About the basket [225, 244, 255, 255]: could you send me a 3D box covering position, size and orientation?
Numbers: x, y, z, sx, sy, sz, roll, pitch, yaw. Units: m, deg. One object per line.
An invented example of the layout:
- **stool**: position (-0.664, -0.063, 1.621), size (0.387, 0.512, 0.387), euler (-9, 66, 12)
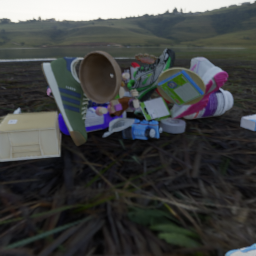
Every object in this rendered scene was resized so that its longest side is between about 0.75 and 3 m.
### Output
- **basket**: position (1.774, 2.009, 2.796), size (1.179, 1.494, 1.694), euler (-8, 9, -8)

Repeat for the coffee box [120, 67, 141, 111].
- **coffee box**: position (-0.054, -1.779, 13.109), size (1.121, 1.960, 0.781), euler (-1, 5, 34)

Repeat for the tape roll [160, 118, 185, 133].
- **tape roll**: position (1.750, -0.097, 11.054), size (0.982, 0.324, 0.982), euler (3, 20, -1)

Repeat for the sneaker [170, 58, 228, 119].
- **sneaker**: position (2.377, -1.443, 10.441), size (1.211, 2.978, 1.314), euler (-12, 63, -31)

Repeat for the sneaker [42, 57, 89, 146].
- **sneaker**: position (-1.606, -0.919, 8.816), size (1.252, 2.789, 0.935), euler (-23, 5, -5)

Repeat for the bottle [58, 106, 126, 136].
- **bottle**: position (-1.315, -0.357, 10.989), size (2.674, 0.873, 1.117), euler (-12, 20, -36)

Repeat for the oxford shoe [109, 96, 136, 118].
- **oxford shoe**: position (-0.220, -0.738, 10.260), size (0.611, 0.610, 1.712), euler (13, -17, -23)

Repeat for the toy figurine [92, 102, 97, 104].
- **toy figurine**: position (-1.214, -1.347, 13.732), size (1.325, 0.922, 1.305), euler (6, 16, 43)

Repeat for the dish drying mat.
- **dish drying mat**: position (1.007, -1.893, 11.806), size (2.247, 0.204, 0.863), euler (48, 15, 3)

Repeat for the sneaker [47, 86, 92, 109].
- **sneaker**: position (-2.125, -1.024, 10.125), size (1.733, 0.608, 0.711), euler (23, 32, -17)

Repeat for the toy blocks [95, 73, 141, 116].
- **toy blocks**: position (-0.555, -1.126, 9.416), size (1.418, 1.325, 1.193), euler (-14, 5, -22)

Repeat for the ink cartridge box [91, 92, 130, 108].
- **ink cartridge box**: position (-0.804, -1.016, 11.948), size (1.515, 0.356, 1.497), euler (-17, -6, -19)

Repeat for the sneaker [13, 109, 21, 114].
- **sneaker**: position (-5.228, -0.723, 13.200), size (0.306, 0.284, 0.756), euler (-12, 19, -9)

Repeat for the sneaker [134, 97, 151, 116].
- **sneaker**: position (0.703, -1.065, 12.426), size (0.485, 0.873, 1.247), euler (17, -21, -23)

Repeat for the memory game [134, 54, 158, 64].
- **memory game**: position (0.804, -2.809, 11.425), size (1.130, 0.072, 1.130), euler (11, -3, 1)

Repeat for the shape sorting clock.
- **shape sorting clock**: position (1.620, -1.252, 8.638), size (1.496, 1.496, 0.293), euler (6, 49, 17)

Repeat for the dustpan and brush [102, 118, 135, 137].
- **dustpan and brush**: position (-0.458, 0.016, 9.608), size (1.259, 0.360, 0.879), euler (-19, -15, 38)

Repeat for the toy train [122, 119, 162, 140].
- **toy train**: position (0.473, 0.091, 9.980), size (1.420, 0.615, 0.811), euler (6, 23, 32)

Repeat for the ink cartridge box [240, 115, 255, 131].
- **ink cartridge box**: position (5.294, -0.230, 11.411), size (1.214, 0.405, 0.703), euler (-9, 20, -27)

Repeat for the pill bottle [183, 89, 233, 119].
- **pill bottle**: position (3.528, -1.142, 12.726), size (2.347, 1.320, 1.320), euler (-7, 19, -23)

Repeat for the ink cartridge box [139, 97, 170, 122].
- **ink cartridge box**: position (0.974, -0.664, 10.895), size (1.094, 0.809, 0.414), euler (-16, -20, -23)

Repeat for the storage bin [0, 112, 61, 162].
- **storage bin**: position (-3.292, 0.213, 9.199), size (2.023, 0.955, 2.038), euler (-4, 19, -11)

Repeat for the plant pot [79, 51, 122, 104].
- **plant pot**: position (-0.673, -1.463, 8.059), size (1.463, 1.463, 0.675), euler (13, 21, 35)

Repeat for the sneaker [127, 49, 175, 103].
- **sneaker**: position (0.784, -1.960, 10.366), size (1.120, 2.628, 1.025), euler (36, 47, -7)
